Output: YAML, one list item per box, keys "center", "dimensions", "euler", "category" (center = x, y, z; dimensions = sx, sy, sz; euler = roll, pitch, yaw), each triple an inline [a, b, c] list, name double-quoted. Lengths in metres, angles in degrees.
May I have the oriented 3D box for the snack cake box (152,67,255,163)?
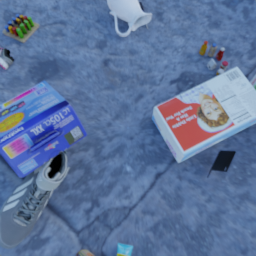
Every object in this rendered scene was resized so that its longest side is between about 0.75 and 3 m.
- center: [2.429, -0.392, 8.503]
  dimensions: [2.967, 0.997, 1.706]
  euler: [-26, 72, -8]
  category: "snack cake box"

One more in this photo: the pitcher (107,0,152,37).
- center: [-0.180, -4.370, 10.539]
  dimensions: [1.456, 1.029, 1.697]
  euler: [-39, 81, -6]
  category: "pitcher"

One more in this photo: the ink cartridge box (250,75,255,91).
- center: [4.792, -1.100, 8.803]
  dimensions: [1.174, 1.180, 1.608]
  euler: [-1, 64, -3]
  category: "ink cartridge box"

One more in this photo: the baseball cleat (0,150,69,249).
- center: [-2.492, 1.753, 7.291]
  dimensions: [0.989, 1.510, 2.837]
  euler: [30, 66, -18]
  category: "baseball cleat"

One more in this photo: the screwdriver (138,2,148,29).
- center: [0.601, -4.404, 10.933]
  dimensions: [0.188, 0.196, 1.345]
  euler: [-12, 65, -5]
  category: "screwdriver"

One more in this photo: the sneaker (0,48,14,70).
- center: [-4.518, -2.663, 9.967]
  dimensions: [0.566, 0.478, 1.295]
  euler: [-38, 74, -17]
  category: "sneaker"

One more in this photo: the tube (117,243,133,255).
- center: [-0.169, 3.548, 7.184]
  dimensions: [0.408, 0.265, 1.053]
  euler: [16, 61, -7]
  category: "tube"

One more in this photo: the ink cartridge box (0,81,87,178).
- center: [-2.487, -0.026, 7.593]
  dimensions: [2.024, 1.132, 2.967]
  euler: [-34, 37, -15]
  category: "ink cartridge box"

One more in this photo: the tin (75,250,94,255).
- center: [-0.994, 3.511, 7.231]
  dimensions: [0.839, 0.176, 0.470]
  euler: [34, 74, 15]
  category: "tin"

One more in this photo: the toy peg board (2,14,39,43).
- center: [-4.086, -3.855, 10.505]
  dimensions: [0.999, 0.491, 1.004]
  euler: [27, 67, 12]
  category: "toy peg board"

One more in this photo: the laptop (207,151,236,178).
- center: [2.614, 1.041, 7.863]
  dimensions: [0.421, 0.816, 0.723]
  euler: [26, 61, 20]
  category: "laptop"

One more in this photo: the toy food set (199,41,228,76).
- center: [3.075, -2.467, 9.800]
  dimensions: [0.615, 0.580, 1.289]
  euler: [-22, 67, -10]
  category: "toy food set"
